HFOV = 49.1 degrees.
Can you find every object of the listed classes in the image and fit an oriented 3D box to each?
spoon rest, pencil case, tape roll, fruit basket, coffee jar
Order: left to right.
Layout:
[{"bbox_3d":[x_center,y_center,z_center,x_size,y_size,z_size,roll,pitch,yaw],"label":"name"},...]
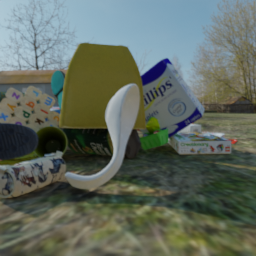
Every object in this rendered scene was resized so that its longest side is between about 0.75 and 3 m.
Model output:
[{"bbox_3d":[-1.767,0.823,5.110,0.545,0.626,1.400,9,9,26],"label":"pencil case"},{"bbox_3d":[-1.618,0.199,10.651,2.780,0.918,2.780,0,5,0],"label":"tape roll"},{"bbox_3d":[-0.763,0.282,8.259,2.210,1.152,0.943,2,49,28],"label":"coffee jar"},{"bbox_3d":[-0.261,0.158,5.400,0.711,2.346,1.165,20,-28,19],"label":"spoon rest"},{"bbox_3d":[0.788,0.135,9.127,1.040,1.040,0.750,4,14,40],"label":"fruit basket"}]

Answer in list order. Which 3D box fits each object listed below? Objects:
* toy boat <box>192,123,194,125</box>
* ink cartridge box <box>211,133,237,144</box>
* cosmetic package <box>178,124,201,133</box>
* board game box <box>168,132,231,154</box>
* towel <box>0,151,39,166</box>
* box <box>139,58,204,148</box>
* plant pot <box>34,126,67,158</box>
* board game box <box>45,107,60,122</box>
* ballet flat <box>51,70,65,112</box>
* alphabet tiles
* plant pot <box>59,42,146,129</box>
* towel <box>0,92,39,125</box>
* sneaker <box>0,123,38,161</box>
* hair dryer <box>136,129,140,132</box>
[{"bbox_3d":[3.561,-0.012,15.543,0.773,0.506,0.505,-2,5,-25],"label":"toy boat"},{"bbox_3d":[3.886,0.429,11.646,1.110,0.278,1.279,2,6,27],"label":"ink cartridge box"},{"bbox_3d":[2.942,0.075,14.328,0.763,0.555,1.500,-3,7,-31],"label":"cosmetic package"},{"bbox_3d":[2.368,0.495,9.880,1.637,0.449,2.593,-1,5,0],"label":"board game box"},{"bbox_3d":[-3.215,0.725,8.443,1.251,0.263,2.908,0,5,-9],"label":"towel"},{"bbox_3d":[1.133,-0.877,9.890,2.139,2.326,1.220,-36,2,24],"label":"box"},{"bbox_3d":[-2.199,0.509,8.077,0.939,0.939,1.004,-1,-11,-9],"label":"plant pot"},{"bbox_3d":[-3.973,-0.591,12.531,2.130,0.595,2.086,5,9,17],"label":"board game box"},{"bbox_3d":[-2.717,-1.449,12.195,0.865,0.915,2.716,32,25,-45],"label":"ballet flat"},{"bbox_3d":[-3.085,-0.321,8.784,1.905,1.948,0.142,30,-28,-23],"label":"alphabet tiles"},{"bbox_3d":[-0.809,-1.153,8.116,2.253,2.305,2.238,0,2,-12],"label":"plant pot"},{"bbox_3d":[-3.781,-0.294,9.271,0.275,1.858,2.533,24,15,30],"label":"towel"},{"bbox_3d":[-2.933,0.359,6.169,2.260,0.793,0.927,-6,-5,8],"label":"sneaker"},{"bbox_3d":[0.096,-0.991,11.798,1.991,2.614,0.710,-23,3,-40],"label":"hair dryer"}]
